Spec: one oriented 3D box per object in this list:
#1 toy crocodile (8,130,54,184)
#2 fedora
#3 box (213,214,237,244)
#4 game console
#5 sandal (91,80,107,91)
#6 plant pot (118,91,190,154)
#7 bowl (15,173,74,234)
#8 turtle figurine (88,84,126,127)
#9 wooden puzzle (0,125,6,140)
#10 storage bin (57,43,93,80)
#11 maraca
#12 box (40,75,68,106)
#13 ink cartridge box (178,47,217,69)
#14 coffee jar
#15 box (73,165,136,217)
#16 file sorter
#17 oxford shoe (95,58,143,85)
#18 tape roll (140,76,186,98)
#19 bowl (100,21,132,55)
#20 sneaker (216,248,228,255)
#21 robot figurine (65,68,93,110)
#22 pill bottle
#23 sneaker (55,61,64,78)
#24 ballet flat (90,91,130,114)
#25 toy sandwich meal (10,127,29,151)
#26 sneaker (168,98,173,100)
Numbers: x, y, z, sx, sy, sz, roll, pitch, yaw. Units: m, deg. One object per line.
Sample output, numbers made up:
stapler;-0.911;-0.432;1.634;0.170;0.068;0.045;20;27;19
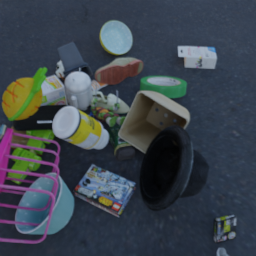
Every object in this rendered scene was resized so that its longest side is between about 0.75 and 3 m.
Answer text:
toy crocodile;-3.444;0.762;10.334;0.938;0.858;2.778;18;64;9
fedora;1.514;1.361;8.794;1.359;2.976;2.976;19;42;-17
box;2.853;2.972;8.253;0.650;0.811;0.180;-10;22;-10
game console;-3.403;-0.237;10.887;2.114;1.230;1.859;-3;45;-26
sandal;-1.533;-2.154;13.661;1.431;0.410;0.548;-34;54;-29
plant pot;1.170;-0.235;10.522;2.002;2.000;1.773;33;29;13
bowl;-2.350;2.394;8.407;1.866;0.976;1.866;-26;40;25
turtle figurine;-0.826;-0.875;11.421;1.767;1.272;1.714;-47;54;-5
wooden puzzle;-4.568;1.025;8.976;0.207;2.947;1.748;22;21;-30
storage bin;-2.579;-2.940;12.849;1.410;1.938;1.301;-23;87;-1
maraca;-3.214;-1.056;8.862;2.077;1.111;1.424;-41;41;23
box;-3.850;-1.256;12.195;2.136;1.201;1.082;-25;50;-23
ink cartridge box;3.657;-3.811;15.128;1.989;0.675;1.145;4;45;4
coffee jar;-0.282;0.584;10.762;0.762;0.623;1.461;-8;45;-19
box;-0.777;2.070;9.394;1.746;0.348;1.195;20;53;21
file sorter;-2.996;1.631;8.105;1.743;1.932;2.780;12;24;-17
oxford shoe;-0.597;-2.918;14.113;2.805;0.993;1.035;-20;44;-33
tape roll;1.600;-1.902;12.851;2.095;0.504;2.095;2;25;-1
bowl;-0.826;-4.967;15.882;1.897;1.897;1.021;-26;9;-24
sneaker;2.637;3.551;7.465;0.408;0.372;0.995;-28;5;16
robot figurine;-1.971;-1.493;11.235;1.025;1.815;1.539;6;52;3
pill bottle;-1.558;0.103;9.710;1.112;1.985;1.112;-13;65;28
sneaker;-3.297;-3.382;14.673;0.905;0.839;2.234;-9;44;3
ballet flat;-1.041;-1.211;12.468;2.312;0.803;0.803;13;46;13
toy sandwich meal;-4.080;0.328;11.156;1.504;0.515;1.504;0;41;0
sneaker;1.442;-1.421;12.881;1.602;0.592;0.635;-27;41;-33
